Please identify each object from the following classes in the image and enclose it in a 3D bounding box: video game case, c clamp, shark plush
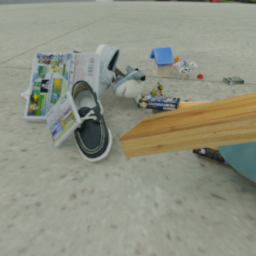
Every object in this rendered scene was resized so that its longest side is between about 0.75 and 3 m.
[{"bbox_3d":[-2.306,-1.499,10.097,2.473,0.298,2.713,1,69,2],"label":"video game case"},{"bbox_3d":[-0.863,-2.374,11.988,2.594,0.351,2.216,41,23,12],"label":"c clamp"},{"bbox_3d":[0.020,-2.005,10.935,1.157,1.262,2.778,5,43,-3],"label":"shark plush"},{"bbox_3d":[-1.933,-0.253,8.224,0.138,1.252,1.139,9,48,-49],"label":"video game case"}]

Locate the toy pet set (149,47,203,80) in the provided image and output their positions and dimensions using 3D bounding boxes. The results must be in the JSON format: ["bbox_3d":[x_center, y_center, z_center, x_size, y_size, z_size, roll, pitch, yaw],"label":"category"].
[{"bbox_3d":[2.297,-3.424,13.988,2.359,1.342,2.526,-6,30,-11],"label":"toy pet set"}]

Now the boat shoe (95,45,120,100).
[{"bbox_3d":[-0.945,-2.048,10.853,0.964,0.945,2.708,8,71,16],"label":"boat shoe"}]

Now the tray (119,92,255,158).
[{"bbox_3d":[1.286,-0.069,5.441,2.735,0.506,1.349,-12,15,36],"label":"tray"}]

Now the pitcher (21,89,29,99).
[{"bbox_3d":[-3.917,-1.496,11.526,0.886,0.537,0.760,-37,35,-31],"label":"pitcher"}]

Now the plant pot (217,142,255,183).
[{"bbox_3d":[3.849,0.068,6.746,2.823,1.901,2.823,12,26,-6],"label":"plant pot"}]

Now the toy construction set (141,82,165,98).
[{"bbox_3d":[0.995,-1.375,10.875,1.011,0.777,0.843,-9,16,-1],"label":"toy construction set"}]

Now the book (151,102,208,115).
[{"bbox_3d":[1.971,-0.419,9.330,2.373,0.570,1.585,2,22,9],"label":"book"}]

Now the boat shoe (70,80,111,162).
[{"bbox_3d":[-1.259,-0.308,8.411,1.119,0.893,2.960,-23,46,-1],"label":"boat shoe"}]

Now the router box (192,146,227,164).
[{"bbox_3d":[2.537,0.496,8.037,0.980,0.326,1.247,17,27,28],"label":"router box"}]

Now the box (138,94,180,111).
[{"bbox_3d":[1.036,-0.824,9.136,1.224,0.306,1.233,6,15,12],"label":"box"}]

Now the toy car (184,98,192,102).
[{"bbox_3d":[2.302,-0.872,10.778,0.291,0.429,0.875,-35,-5,27],"label":"toy car"}]

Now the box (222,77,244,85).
[{"bbox_3d":[4.896,-2.199,13.035,0.750,0.166,0.601,-7,30,-12],"label":"box"}]
